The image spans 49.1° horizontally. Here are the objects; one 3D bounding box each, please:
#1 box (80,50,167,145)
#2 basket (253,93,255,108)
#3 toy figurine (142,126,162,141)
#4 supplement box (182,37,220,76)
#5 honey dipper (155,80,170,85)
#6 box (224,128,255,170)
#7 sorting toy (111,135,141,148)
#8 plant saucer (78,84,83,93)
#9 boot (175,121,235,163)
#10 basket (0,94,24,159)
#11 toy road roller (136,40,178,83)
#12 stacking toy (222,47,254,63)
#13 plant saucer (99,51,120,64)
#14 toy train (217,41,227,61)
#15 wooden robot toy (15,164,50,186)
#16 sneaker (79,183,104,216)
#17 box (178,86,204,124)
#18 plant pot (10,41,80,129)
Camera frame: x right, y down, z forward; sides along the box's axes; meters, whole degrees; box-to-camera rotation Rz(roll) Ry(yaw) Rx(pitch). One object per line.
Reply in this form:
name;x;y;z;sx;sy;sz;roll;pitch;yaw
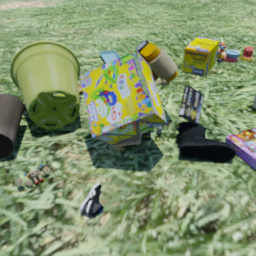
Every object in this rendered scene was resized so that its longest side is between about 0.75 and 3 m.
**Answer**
box;-0.167;-0.874;8.766;2.055;1.302;2.134;-20;70;19
basket;6.137;-1.380;11.552;1.497;1.204;1.484;26;42;32
toy figurine;0.689;-0.172;10.159;1.090;0.758;1.073;-24;41;-31
supplement box;3.988;-3.964;15.276;1.304;1.312;2.395;16;38;23
honey dipper;1.196;-2.079;13.398;1.868;0.355;0.355;-20;39;-23
box;4.309;0.759;9.107;1.323;0.378;1.933;-15;37;-21
sorting toy;-0.075;0.201;9.635;1.010;0.354;1.017;-8;57;8
plant saucer;-2.516;-1.794;13.087;0.989;0.175;0.989;0;34;0
boot;2.514;0.413;9.420;1.888;0.699;1.547;4;30;7
basket;-4.393;-0.016;9.454;1.789;1.349;1.984;-25;41;1
toy road roller;0.725;-2.208;10.517;1.558;1.312;2.135;-44;26;6
stacking toy;6.379;-4.522;16.628;1.759;0.743;1.592;-10;36;-15
plant saucer;-0.886;-3.835;16.051;1.013;0.275;2.898;-10;36;-14
toy train;5.433;-4.596;16.349;0.440;1.187;1.581;-5;29;5
wooden robot toy;-2.813;1.443;8.238;1.019;0.449;0.462;-30;9;-35
sneaker;-0.820;1.941;7.447;0.534;0.349;0.955;18;46;19
box;2.154;-0.767;9.536;0.864;1.072;0.263;24;-14;-40
plant pot;-2.978;-1.441;10.718;2.790;2.790;2.565;-10;47;-15
